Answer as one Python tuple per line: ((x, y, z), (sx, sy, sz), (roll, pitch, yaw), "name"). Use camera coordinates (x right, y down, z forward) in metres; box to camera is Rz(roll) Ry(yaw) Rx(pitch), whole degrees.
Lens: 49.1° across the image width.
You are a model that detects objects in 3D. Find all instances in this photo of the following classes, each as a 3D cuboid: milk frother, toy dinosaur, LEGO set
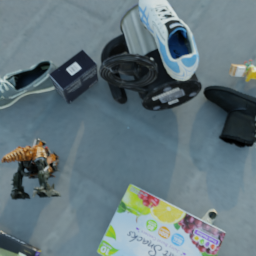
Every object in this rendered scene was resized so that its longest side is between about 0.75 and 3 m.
((0.426, -2.167, 7.633), (2.659, 2.947, 2.772), (-15, 71, -2), "milk frother")
((-2.379, 0.964, 6.883), (1.145, 2.243, 1.522), (-12, 73, 30), "toy dinosaur")
((4.396, -2.102, 8.688), (2.558, 1.177, 0.952), (-16, 53, 18), "LEGO set")

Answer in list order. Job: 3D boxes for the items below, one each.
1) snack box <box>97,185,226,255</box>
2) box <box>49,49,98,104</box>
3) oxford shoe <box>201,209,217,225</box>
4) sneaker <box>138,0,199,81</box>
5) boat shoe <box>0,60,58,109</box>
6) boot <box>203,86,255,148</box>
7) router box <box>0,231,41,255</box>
((0.802, 2.808, 6.961), (2.583, 0.684, 1.837), (25, 80, 9), "snack box")
((-1.568, -1.479, 8.299), (1.250, 1.138, 0.650), (-41, 80, -13), "box")
((2.069, 2.505, 7.390), (0.313, 0.241, 0.834), (38, 77, 9), "oxford shoe")
((1.030, -2.495, 6.982), (0.993, 1.002, 2.764), (-15, 68, -14), "sneaker")
((-3.444, -1.361, 8.415), (2.843, 0.878, 1.035), (-18, 71, -6), "boat shoe")
((2.973, -0.317, 8.187), (1.835, 0.679, 1.504), (18, 73, 4), "boot")
((-3.285, 3.368, 6.957), (1.740, 0.454, 1.368), (21, 72, 7), "router box")
